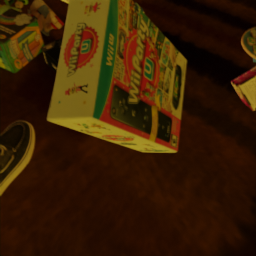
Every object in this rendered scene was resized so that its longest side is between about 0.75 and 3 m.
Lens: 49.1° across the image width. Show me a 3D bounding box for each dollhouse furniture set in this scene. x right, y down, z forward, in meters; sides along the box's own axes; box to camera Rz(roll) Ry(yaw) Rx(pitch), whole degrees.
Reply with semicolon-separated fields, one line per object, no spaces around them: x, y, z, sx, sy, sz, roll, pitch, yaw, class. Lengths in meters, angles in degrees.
-5.067;-5.350;11.912;0.953;0.730;1.455;13;54;10;dollhouse furniture set

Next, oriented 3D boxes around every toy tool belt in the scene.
-3.339;-4.108;10.904;1.158;1.177;1.885;-44;58;5;toy tool belt

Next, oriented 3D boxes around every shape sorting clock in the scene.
5.603;-3.028;10.282;2.775;0.544;2.775;0;53;0;shape sorting clock

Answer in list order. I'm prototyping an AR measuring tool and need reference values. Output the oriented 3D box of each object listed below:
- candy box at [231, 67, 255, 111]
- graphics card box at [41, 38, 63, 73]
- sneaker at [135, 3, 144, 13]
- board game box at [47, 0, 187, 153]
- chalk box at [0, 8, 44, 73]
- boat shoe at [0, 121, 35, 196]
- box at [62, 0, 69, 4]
3.583;-1.345;6.289;2.291;1.563;0.699;-31;93;18;candy box
-1.478;-2.154;9.517;1.758;0.713;2.802;-35;62;-23;graphics card box
0.419;-3.422;9.953;2.931;1.540;1.110;30;58;21;sneaker
0.061;-0.811;5.241;0.944;2.938;2.168;0;77;34;board game box
-4.188;-2.890;9.711;1.328;1.318;2.127;27;58;17;chalk box
-3.307;0.852;7.040;1.064;1.047;2.951;12;54;9;boat shoe
-1.671;-3.594;5.996;2.286;1.286;1.158;33;18;21;box
